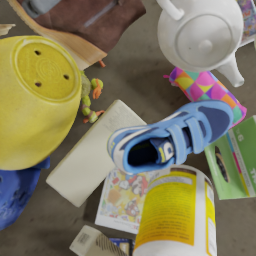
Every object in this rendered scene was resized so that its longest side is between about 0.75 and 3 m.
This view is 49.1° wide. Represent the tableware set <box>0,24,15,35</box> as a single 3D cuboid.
[{"bbox_3d":[-3.060,-1.873,5.541,1.201,1.438,0.167,6,121,14],"label":"tableware set"}]

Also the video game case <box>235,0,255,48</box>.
[{"bbox_3d":[2.667,-3.641,8.531,1.966,0.247,2.746,-21,86,30],"label":"video game case"}]

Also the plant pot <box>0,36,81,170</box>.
[{"bbox_3d":[-2.159,-0.741,5.925,2.032,2.862,2.862,-27,85,42],"label":"plant pot"}]

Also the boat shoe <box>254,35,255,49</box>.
[{"bbox_3d":[3.476,-1.031,5.289,0.871,0.925,2.576,-7,62,-30],"label":"boat shoe"}]

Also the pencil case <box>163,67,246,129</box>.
[{"bbox_3d":[2.320,-1.035,8.414,1.121,1.121,2.536,-45,87,-3],"label":"pencil case"}]

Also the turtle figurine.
[{"bbox_3d":[-1.690,-1.028,8.503,2.263,0.904,2.807,-12,86,-1],"label":"turtle figurine"}]

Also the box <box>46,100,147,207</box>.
[{"bbox_3d":[-0.706,0.543,6.568,1.007,0.838,2.451,43,89,-9],"label":"box"}]

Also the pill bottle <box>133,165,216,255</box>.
[{"bbox_3d":[0.960,2.176,5.648,1.544,2.827,1.544,7,125,10],"label":"pill bottle"}]

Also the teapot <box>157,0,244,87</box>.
[{"bbox_3d":[1.655,-2.173,6.504,2.176,1.589,2.147,2,126,6],"label":"teapot"}]

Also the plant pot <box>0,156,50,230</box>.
[{"bbox_3d":[-3.769,0.993,7.553,2.722,2.722,2.447,37,79,2],"label":"plant pot"}]

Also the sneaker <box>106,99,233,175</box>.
[{"bbox_3d":[0.773,0.207,4.709,2.291,0.942,0.847,-22,105,-1],"label":"sneaker"}]

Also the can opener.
[{"bbox_3d":[-1.087,-2.588,5.299,0.673,0.537,2.014,56,52,-34],"label":"can opener"}]

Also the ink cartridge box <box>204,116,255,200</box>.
[{"bbox_3d":[3.028,0.598,5.896,2.872,0.852,1.491,3,63,-27],"label":"ink cartridge box"}]

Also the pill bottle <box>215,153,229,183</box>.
[{"bbox_3d":[3.457,1.047,8.293,1.849,1.034,1.034,-17,86,-2],"label":"pill bottle"}]

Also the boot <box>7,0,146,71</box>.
[{"bbox_3d":[-1.167,-2.896,6.345,2.265,0.985,2.723,-42,122,9],"label":"boot"}]

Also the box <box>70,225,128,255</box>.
[{"bbox_3d":[-0.400,2.969,6.252,1.772,0.728,0.606,49,61,-23],"label":"box"}]

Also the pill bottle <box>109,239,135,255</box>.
[{"bbox_3d":[-0.314,3.774,8.074,1.947,1.089,1.089,1,86,0],"label":"pill bottle"}]

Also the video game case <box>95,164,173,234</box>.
[{"bbox_3d":[0.260,2.041,8.610,2.092,0.263,2.299,13,86,1],"label":"video game case"}]
